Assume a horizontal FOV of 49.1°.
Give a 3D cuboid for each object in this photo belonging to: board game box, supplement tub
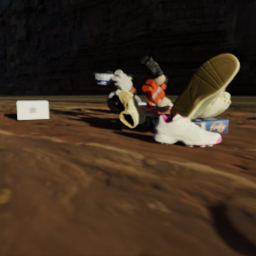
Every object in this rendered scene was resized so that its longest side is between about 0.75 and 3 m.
[{"bbox_3d":[1.792,-0.158,9.831,1.854,0.473,2.736,-4,10,-29],"label":"board game box"},{"bbox_3d":[-0.218,-1.434,15.955,1.241,1.241,2.321,-5,9,-30],"label":"supplement tub"}]

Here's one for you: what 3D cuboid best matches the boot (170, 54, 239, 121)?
[{"bbox_3d":[2.490,-1.053,8.069,1.833,2.370,0.854,-5,53,-44],"label":"boot"}]

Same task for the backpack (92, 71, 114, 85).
[{"bbox_3d":[-1.064,-2.271,12.803,0.849,0.654,0.808,-15,12,-40],"label":"backpack"}]

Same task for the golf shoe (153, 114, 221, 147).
[{"bbox_3d":[1.521,0.064,7.320,1.756,0.804,0.661,4,9,18],"label":"golf shoe"}]

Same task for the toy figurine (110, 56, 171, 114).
[{"bbox_3d":[0.480,-1.393,10.878,2.156,2.190,1.523,-23,-43,22],"label":"toy figurine"}]

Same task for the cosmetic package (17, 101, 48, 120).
[{"bbox_3d":[-4.554,-0.856,13.343,1.357,0.837,1.361,-3,9,-20],"label":"cosmetic package"}]

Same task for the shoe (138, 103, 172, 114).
[{"bbox_3d":[1.031,-0.616,11.288,1.582,0.565,0.720,1,49,15],"label":"shoe"}]

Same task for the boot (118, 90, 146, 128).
[{"bbox_3d":[-0.024,-0.654,9.532,0.499,1.371,1.066,-34,-2,28],"label":"boot"}]
